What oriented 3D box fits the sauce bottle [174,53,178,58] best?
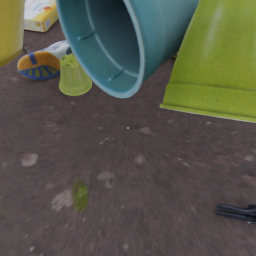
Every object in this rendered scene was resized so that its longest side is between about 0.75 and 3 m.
[{"bbox_3d":[1.845,-2.556,8.893,2.783,0.901,0.901,30,56,25],"label":"sauce bottle"}]

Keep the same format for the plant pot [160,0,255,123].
[{"bbox_3d":[1.526,-1.050,4.083,1.866,1.797,1.866,8,6,-1],"label":"plant pot"}]

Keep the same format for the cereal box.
[{"bbox_3d":[-3.982,-4.501,10.786,2.557,0.505,1.840,12,50,10],"label":"cereal box"}]

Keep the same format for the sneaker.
[{"bbox_3d":[-2.313,-2.172,8.746,2.254,0.848,0.993,-20,35,-18],"label":"sneaker"}]

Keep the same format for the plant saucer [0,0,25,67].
[{"bbox_3d":[-2.507,-2.411,5.712,0.610,2.519,2.520,4,7,-27],"label":"plant saucer"}]

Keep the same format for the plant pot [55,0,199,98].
[{"bbox_3d":[0.291,-2.090,4.994,2.266,2.314,2.314,-35,58,-25],"label":"plant pot"}]

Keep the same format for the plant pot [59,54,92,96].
[{"bbox_3d":[-1.567,-1.574,8.027,0.973,0.894,0.973,0,50,0],"label":"plant pot"}]

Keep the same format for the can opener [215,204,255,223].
[{"bbox_3d":[2.291,1.730,5.624,1.044,0.411,0.331,3,88,6],"label":"can opener"}]
